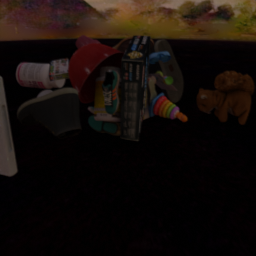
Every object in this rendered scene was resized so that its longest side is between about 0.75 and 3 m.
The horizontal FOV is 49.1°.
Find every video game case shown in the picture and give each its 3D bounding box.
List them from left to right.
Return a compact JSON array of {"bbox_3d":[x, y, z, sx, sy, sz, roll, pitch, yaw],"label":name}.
[{"bbox_3d":[-4.445,-0.146,7.533,2.944,2.680,0.337,8,23,18],"label":"video game case"}]

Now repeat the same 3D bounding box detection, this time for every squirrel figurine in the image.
[{"bbox_3d":[3.811,-1.330,11.148,1.979,2.120,1.500,14,30,9],"label":"squirrel figurine"}]

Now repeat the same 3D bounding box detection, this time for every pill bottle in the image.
[{"bbox_3d":[-4.976,-2.973,16.043,2.461,1.395,1.395,7,23,16],"label":"pill bottle"},{"bbox_3d":[-0.635,-1.110,9.447,0.973,1.782,0.973,2,2,0],"label":"pill bottle"}]

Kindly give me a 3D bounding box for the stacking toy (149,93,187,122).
[{"bbox_3d":[1.632,-0.639,10.756,1.488,0.864,0.817,30,49,28],"label":"stacking toy"}]

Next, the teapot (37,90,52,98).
[{"bbox_3d":[-2.696,-0.865,9.504,0.759,0.561,0.768,15,67,31],"label":"teapot"}]

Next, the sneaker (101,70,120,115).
[{"bbox_3d":[-0.548,-0.998,7.887,0.446,1.250,0.499,6,6,30],"label":"sneaker"}]

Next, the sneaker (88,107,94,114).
[{"bbox_3d":[-1.051,-0.696,10.829,1.125,0.461,0.416,19,12,-46],"label":"sneaker"}]

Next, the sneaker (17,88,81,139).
[{"bbox_3d":[-2.085,-0.169,7.152,2.084,1.107,0.780,-19,-16,33],"label":"sneaker"}]

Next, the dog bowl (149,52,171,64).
[{"bbox_3d":[1.236,-2.807,11.140,0.903,0.224,0.503,-10,-17,-6],"label":"dog bowl"}]

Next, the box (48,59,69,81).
[{"bbox_3d":[-2.404,-2.055,9.819,0.689,0.217,1.251,-11,37,-5],"label":"box"}]

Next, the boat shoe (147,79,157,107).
[{"bbox_3d":[0.830,-1.347,10.962,0.400,1.280,0.456,18,47,36],"label":"boat shoe"}]

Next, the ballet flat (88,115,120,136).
[{"bbox_3d":[-0.781,-0.068,10.231,0.599,0.599,1.694,-20,26,-40],"label":"ballet flat"}]

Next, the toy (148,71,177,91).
[{"bbox_3d":[1.437,-2.046,11.740,1.056,0.433,1.834,39,2,-17],"label":"toy"}]

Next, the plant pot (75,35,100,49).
[{"bbox_3d":[-1.730,-3.437,11.846,0.823,0.919,0.919,41,36,12],"label":"plant pot"}]

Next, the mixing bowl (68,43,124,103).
[{"bbox_3d":[-1.189,-1.961,9.217,1.144,2.113,2.113,43,37,12],"label":"mixing bowl"}]

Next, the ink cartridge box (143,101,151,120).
[{"bbox_3d":[0.416,-0.714,11.427,0.916,0.662,0.674,-25,31,-32],"label":"ink cartridge box"}]

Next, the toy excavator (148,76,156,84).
[{"bbox_3d":[0.466,-1.621,11.149,1.079,1.109,0.554,18,-1,12],"label":"toy excavator"}]

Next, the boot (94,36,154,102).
[{"bbox_3d":[-0.193,-2.283,11.025,2.934,1.062,2.441,-15,58,3],"label":"boot"}]

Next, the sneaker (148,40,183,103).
[{"bbox_3d":[1.600,-2.662,13.593,1.119,2.992,1.589,-27,17,-30],"label":"sneaker"}]

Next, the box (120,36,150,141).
[{"bbox_3d":[0.252,-1.344,9.241,0.642,2.792,2.219,7,35,7],"label":"box"}]
